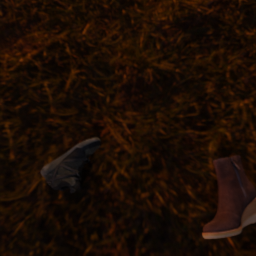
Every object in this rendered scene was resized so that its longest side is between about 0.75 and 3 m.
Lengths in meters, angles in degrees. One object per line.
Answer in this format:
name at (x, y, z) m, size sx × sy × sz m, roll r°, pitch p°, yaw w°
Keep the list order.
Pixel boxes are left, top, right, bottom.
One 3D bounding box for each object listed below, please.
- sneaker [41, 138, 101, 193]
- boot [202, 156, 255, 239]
sneaker at (-1.640, 1.307, 9.268) m, size 2.216 × 0.847 × 1.269 m, roll -36°, pitch 72°, yaw -12°
boot at (2.877, 2.018, 8.437) m, size 2.537 × 0.918 × 2.110 m, roll -8°, pitch 75°, yaw -34°
